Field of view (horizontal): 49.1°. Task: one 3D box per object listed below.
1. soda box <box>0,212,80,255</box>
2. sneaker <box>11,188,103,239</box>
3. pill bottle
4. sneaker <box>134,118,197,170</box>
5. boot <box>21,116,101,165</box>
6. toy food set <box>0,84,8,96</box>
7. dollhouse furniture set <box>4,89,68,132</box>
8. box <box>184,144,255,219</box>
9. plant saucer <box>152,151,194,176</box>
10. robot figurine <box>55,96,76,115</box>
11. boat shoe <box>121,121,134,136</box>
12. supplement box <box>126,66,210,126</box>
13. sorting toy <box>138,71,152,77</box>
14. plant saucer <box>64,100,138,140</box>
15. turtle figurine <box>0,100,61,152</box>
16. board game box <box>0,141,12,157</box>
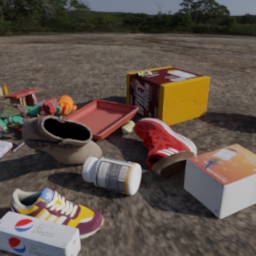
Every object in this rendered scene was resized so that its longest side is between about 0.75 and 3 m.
[{"bbox_3d":[-1.973,2.392,6.050,1.799,0.613,0.573,7,26,16],"label":"soda box"},{"bbox_3d":[-1.682,1.948,6.560,2.203,0.993,0.826,2,25,4],"label":"sneaker"},{"bbox_3d":[-0.471,1.333,8.032,1.536,0.894,0.894,9,26,19],"label":"pill bottle"},{"bbox_3d":[0.862,0.514,9.609,1.538,1.043,2.663,-22,34,-40],"label":"sneaker"},{"bbox_3d":[-1.628,0.408,8.125,2.922,1.026,2.137,12,-20,-33],"label":"boot"},{"bbox_3d":[-7.646,-2.118,15.953,1.325,0.596,0.633,-2,25,-5],"label":"toy food set"},{"bbox_3d":[-3.403,-0.653,11.097,2.922,1.572,1.188,5,23,34],"label":"dollhouse furniture set"},{"bbox_3d":[2.783,1.385,7.751,1.943,1.033,1.479,-13,27,-25],"label":"box"},{"bbox_3d":[1.379,1.114,8.346,1.338,1.338,0.230,-8,60,-18],"label":"plant saucer"},{"bbox_3d":[-3.088,-1.111,13.527,0.953,0.773,1.325,-17,23,2],"label":"robot figurine"},{"bbox_3d":[-0.047,-0.083,11.564,0.432,0.372,1.184,-32,14,22],"label":"boat shoe"},{"bbox_3d":[1.792,-1.611,13.303,2.754,1.854,2.792,-15,29,-30],"label":"supplement box"},{"bbox_3d":[0.776,-2.482,12.814,0.624,0.124,0.844,0,24,-1],"label":"sorting toy"},{"bbox_3d":[-1.225,-0.345,11.757,2.502,0.460,2.507,14,36,37],"label":"plant saucer"},{"bbox_3d":[-4.014,-0.268,10.534,2.064,1.388,2.758,19,41,38],"label":"turtle figurine"},{"bbox_3d":[-4.814,0.781,9.985,0.920,0.189,0.918,8,31,12],"label":"board game box"}]
